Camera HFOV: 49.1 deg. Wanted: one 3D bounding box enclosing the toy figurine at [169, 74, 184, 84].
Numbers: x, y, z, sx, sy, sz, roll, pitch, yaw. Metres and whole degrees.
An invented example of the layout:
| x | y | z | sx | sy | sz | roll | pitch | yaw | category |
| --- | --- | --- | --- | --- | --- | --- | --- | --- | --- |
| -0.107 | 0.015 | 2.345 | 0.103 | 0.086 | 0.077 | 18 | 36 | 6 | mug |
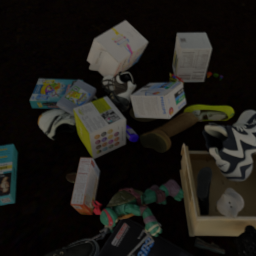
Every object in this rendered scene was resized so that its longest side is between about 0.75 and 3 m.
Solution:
| x | y | z | sx | sy | sz | roll | pitch | yaw | category |
| --- | --- | --- | --- | --- | --- | --- | --- | --- | --- |
| 2.015 | -1.900 | 12.704 | 0.713 | 0.810 | 1.352 | 27 | 22 | -3 | toy figurine |

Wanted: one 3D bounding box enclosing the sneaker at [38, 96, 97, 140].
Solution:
| x | y | z | sx | sy | sz | roll | pitch | yaw | category |
| --- | --- | --- | --- | --- | --- | --- | --- | --- | --- |
| -2.228 | -0.386 | 11.316 | 2.609 | 0.987 | 1.144 | -31 | 68 | -20 | sneaker |

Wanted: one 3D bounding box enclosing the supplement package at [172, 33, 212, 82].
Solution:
| x | y | z | sx | sy | sz | roll | pitch | yaw | category |
| --- | --- | --- | --- | --- | --- | --- | --- | --- | --- |
| 2.953 | -3.313 | 13.261 | 1.391 | 1.846 | 1.401 | 0 | 47 | 0 | supplement package |

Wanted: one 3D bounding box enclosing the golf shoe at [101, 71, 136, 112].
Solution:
| x | y | z | sx | sy | sz | roll | pitch | yaw | category |
| --- | --- | --- | --- | --- | --- | --- | --- | --- | --- |
| -0.300 | -1.824 | 11.874 | 1.099 | 1.336 | 2.828 | 23 | 20 | -30 | golf shoe |

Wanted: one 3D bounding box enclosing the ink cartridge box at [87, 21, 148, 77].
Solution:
| x | y | z | sx | sy | sz | roll | pitch | yaw | category |
| --- | --- | --- | --- | --- | --- | --- | --- | --- | --- |
| -0.623 | -3.565 | 13.362 | 1.592 | 1.635 | 2.543 | 44 | 59 | 4 | ink cartridge box |

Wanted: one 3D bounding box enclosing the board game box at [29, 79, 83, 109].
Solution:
| x | y | z | sx | sy | sz | roll | pitch | yaw | category |
| --- | --- | --- | --- | --- | --- | --- | --- | --- | --- |
| -3.140 | -1.533 | 12.546 | 2.055 | 0.482 | 1.552 | 2 | 47 | 1 | board game box |

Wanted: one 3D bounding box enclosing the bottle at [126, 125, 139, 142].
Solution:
| x | y | z | sx | sy | sz | roll | pitch | yaw | category |
| --- | --- | --- | --- | --- | --- | --- | --- | --- | --- |
| 0.018 | 0.167 | 10.950 | 0.402 | 0.314 | 0.962 | 4 | 32 | -41 | bottle |

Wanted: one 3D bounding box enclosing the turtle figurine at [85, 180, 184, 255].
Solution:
| x | y | z | sx | sy | sz | roll | pitch | yaw | category |
| --- | --- | --- | --- | --- | --- | --- | --- | --- | --- |
| 0.165 | 2.341 | 7.855 | 2.779 | 1.399 | 2.080 | -20 | 9 | -36 | turtle figurine |

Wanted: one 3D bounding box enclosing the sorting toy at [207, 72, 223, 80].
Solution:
| x | y | z | sx | sy | sz | roll | pitch | yaw | category |
| --- | --- | --- | --- | --- | --- | --- | --- | --- | --- |
| 4.181 | -2.479 | 13.643 | 0.789 | 0.274 | 0.272 | 19 | 73 | 20 | sorting toy |

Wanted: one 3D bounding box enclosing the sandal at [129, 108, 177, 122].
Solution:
| x | y | z | sx | sy | sz | roll | pitch | yaw | category |
| --- | --- | --- | --- | --- | --- | --- | --- | --- | --- |
| 1.136 | -0.770 | 11.618 | 2.058 | 0.755 | 0.677 | -8 | 20 | 20 | sandal |

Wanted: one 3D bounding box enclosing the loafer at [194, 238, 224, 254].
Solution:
| x | y | z | sx | sy | sz | roll | pitch | yaw | category |
| --- | --- | --- | --- | --- | --- | --- | --- | --- | --- |
| 2.347 | 3.380 | 8.047 | 0.841 | 0.302 | 0.264 | 9 | 60 | 17 | loafer |

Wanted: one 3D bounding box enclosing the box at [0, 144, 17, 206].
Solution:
| x | y | z | sx | sy | sz | roll | pitch | yaw | category |
| --- | --- | --- | --- | --- | --- | --- | --- | --- | --- |
| -4.354 | 1.593 | 9.601 | 0.889 | 0.531 | 2.160 | -10 | 48 | -9 | box |

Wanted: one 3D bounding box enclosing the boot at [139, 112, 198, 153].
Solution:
| x | y | z | sx | sy | sz | roll | pitch | yaw | category |
| --- | --- | --- | --- | --- | --- | --- | --- | --- | --- |
| 1.702 | 0.045 | 10.403 | 2.195 | 0.726 | 1.922 | -26 | 15 | -20 | boot |

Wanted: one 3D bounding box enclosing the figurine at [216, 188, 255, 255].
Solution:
| x | y | z | sx | sy | sz | roll | pitch | yaw | category |
| --- | --- | --- | --- | --- | --- | --- | --- | --- | --- |
| 2.745 | 2.383 | 6.953 | 0.746 | 1.690 | 1.732 | -27 | 71 | 14 | figurine |

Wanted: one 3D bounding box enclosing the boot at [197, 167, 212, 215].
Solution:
| x | y | z | sx | sy | sz | roll | pitch | yaw | category |
| --- | --- | --- | --- | --- | --- | --- | --- | --- | --- |
| 2.353 | 1.948 | 8.545 | 0.418 | 1.273 | 1.049 | 7 | 54 | 28 | boot |

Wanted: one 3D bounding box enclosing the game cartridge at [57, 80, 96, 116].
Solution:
| x | y | z | sx | sy | sz | roll | pitch | yaw | category |
| --- | --- | --- | --- | --- | --- | --- | --- | --- | --- |
| -1.979 | -1.192 | 11.085 | 0.992 | 0.301 | 1.488 | 30 | 64 | 9 | game cartridge |

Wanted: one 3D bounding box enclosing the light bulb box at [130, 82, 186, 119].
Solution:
| x | y | z | sx | sy | sz | roll | pitch | yaw | category |
| --- | --- | --- | --- | --- | --- | --- | --- | --- | --- |
| 1.094 | -0.996 | 10.005 | 1.411 | 0.881 | 1.399 | 4 | 29 | 37 | light bulb box |

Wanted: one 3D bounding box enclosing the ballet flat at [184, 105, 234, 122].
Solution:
| x | y | z | sx | sy | sz | roll | pitch | yaw | category |
| --- | --- | --- | --- | --- | --- | --- | --- | --- | --- |
| 3.107 | -0.537 | 11.107 | 2.034 | 0.680 | 0.682 | 0 | 34 | 32 | ballet flat |

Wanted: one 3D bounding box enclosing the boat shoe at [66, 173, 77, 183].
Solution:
| x | y | z | sx | sy | sz | roll | pitch | yaw | category |
| --- | --- | --- | --- | --- | --- | --- | --- | --- | --- |
| -1.702 | 1.712 | 9.565 | 0.930 | 0.344 | 0.343 | 8 | 69 | 8 | boat shoe |

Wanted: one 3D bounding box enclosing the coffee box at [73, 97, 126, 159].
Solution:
| x | y | z | sx | sy | sz | roll | pitch | yaw | category |
| --- | --- | --- | --- | --- | --- | --- | --- | --- | --- |
| -1.054 | -0.022 | 10.456 | 1.445 | 1.459 | 1.461 | -23 | 52 | -20 | coffee box |

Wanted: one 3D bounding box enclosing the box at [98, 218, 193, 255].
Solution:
| x | y | z | sx | sy | sz | roll | pitch | yaw | category |
| --- | --- | --- | --- | --- | --- | --- | --- | --- | --- |
| 0.280 | 3.998 | 7.327 | 2.496 | 0.625 | 2.515 | 25 | 52 | 21 | box |

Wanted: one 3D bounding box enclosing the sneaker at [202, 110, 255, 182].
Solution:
| x | y | z | sx | sy | sz | roll | pitch | yaw | category |
| --- | --- | --- | --- | --- | --- | --- | --- | --- | --- |
| 3.430 | 0.114 | 9.266 | 1.145 | 1.867 | 2.869 | -9 | 43 | 58 | sneaker |

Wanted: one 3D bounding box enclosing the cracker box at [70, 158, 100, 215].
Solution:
| x | y | z | sx | sy | sz | roll | pitch | yaw | category |
| --- | --- | --- | --- | --- | --- | --- | --- | --- | --- |
| -1.305 | 1.818 | 8.731 | 0.436 | 1.014 | 1.513 | 1 | 58 | 11 | cracker box |

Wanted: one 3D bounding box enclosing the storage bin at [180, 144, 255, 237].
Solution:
| x | y | z | sx | sy | sz | roll | pitch | yaw | category |
| --- | --- | --- | --- | --- | --- | --- | --- | --- | --- |
| 3.260 | 1.826 | 8.796 | 2.904 | 1.361 | 2.884 | 0 | 46 | 0 | storage bin |

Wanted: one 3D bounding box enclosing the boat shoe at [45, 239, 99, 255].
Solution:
| x | y | z | sx | sy | sz | roll | pitch | yaw | category |
| --- | --- | --- | --- | --- | --- | --- | --- | --- | --- |
| -1.965 | 3.745 | 7.456 | 2.590 | 0.733 | 0.889 | -24 | 51 | -20 | boat shoe |
